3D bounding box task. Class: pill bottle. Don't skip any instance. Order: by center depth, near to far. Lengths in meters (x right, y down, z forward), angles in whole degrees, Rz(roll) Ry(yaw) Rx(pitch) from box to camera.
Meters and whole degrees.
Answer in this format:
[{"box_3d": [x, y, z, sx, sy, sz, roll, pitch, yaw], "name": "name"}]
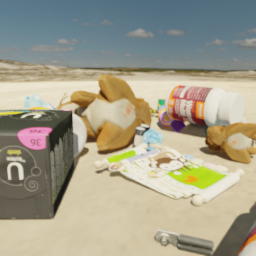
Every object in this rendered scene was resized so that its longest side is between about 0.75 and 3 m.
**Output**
[{"box_3d": [1.996, 1.122, 2.686, 1.414, 1.414, 2.580, 9, 15, 35], "name": "pill bottle"}, {"box_3d": [-2.284, 0.083, 7.774, 1.267, 1.267, 2.319, -12, 17, -43], "name": "pill bottle"}, {"box_3d": [2.515, -0.737, 9.412, 2.334, 1.279, 1.279, 14, 18, 42], "name": "pill bottle"}]

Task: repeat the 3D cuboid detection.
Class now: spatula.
[{"box_3d": [2.217, -0.354, 10.744, 1.670, 0.472, 0.172, -33, -11, -38], "name": "spatula"}]

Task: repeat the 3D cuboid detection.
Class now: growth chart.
[{"box_3d": [0.893, 0.888, 6.115, 2.738, 0.243, 1.981, 15, 23, 36], "name": "growth chart"}]

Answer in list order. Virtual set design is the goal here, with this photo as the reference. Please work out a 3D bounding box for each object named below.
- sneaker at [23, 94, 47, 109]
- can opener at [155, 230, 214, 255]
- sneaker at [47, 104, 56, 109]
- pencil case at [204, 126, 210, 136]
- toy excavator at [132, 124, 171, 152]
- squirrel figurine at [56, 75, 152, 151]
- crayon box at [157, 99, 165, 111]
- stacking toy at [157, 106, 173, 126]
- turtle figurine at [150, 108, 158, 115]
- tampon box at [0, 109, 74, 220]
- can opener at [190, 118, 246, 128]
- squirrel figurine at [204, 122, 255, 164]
[{"box_3d": [-4.713, -1.231, 14.463, 2.402, 0.984, 0.888, 9, 16, 36], "name": "sneaker"}, {"box_3d": [0.752, 1.506, 3.779, 0.787, 0.210, 0.263, 5, 14, 19], "name": "can opener"}, {"box_3d": [-1.875, -0.435, 10.623, 2.639, 1.085, 0.976, -4, 11, -22], "name": "sneaker"}, {"box_3d": [2.911, 0.197, 9.124, 0.517, 0.476, 1.118, -19, 14, -2], "name": "pencil case"}, {"box_3d": [0.768, 0.453, 7.808, 1.348, 0.673, 1.311, 14, 17, 18], "name": "toy excavator"}, {"box_3d": [-0.854, -0.418, 9.304, 2.777, 2.106, 2.975, -4, 1, 42], "name": "squirrel figurine"}, {"box_3d": [2.177, -0.992, 13.455, 1.125, 0.552, 1.894, 4, -1, 20], "name": "crayon box"}, {"box_3d": [1.509, -0.416, 10.898, 0.768, 0.813, 1.400, 3, 8, 8], "name": "stacking toy"}, {"box_3d": [1.048, -0.728, 13.330, 1.501, 0.483, 1.210, 11, 16, 41], "name": "turtle figurine"}, {"box_3d": [-2.059, 0.520, 5.359, 1.728, 1.456, 2.306, 0, 12, -2], "name": "tampon box"}, {"box_3d": [3.276, -0.200, 10.535, 2.236, 0.597, 0.748, 10, 7, 42], "name": "can opener"}, {"box_3d": [2.852, 0.268, 7.676, 1.459, 1.032, 1.362, 8, 10, 25], "name": "squirrel figurine"}]
